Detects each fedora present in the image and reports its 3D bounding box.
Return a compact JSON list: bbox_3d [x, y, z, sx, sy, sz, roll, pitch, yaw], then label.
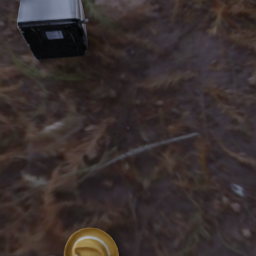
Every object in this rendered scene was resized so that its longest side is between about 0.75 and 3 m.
[{"bbox_3d":[-0.868,2.921,6.366,1.286,0.524,1.286,0,73,1],"label":"fedora"}]

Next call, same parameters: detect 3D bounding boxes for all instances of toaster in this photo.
[{"bbox_3d":[-1.878,-2.685,7.526,1.779,1.609,1.056,-5,73,-2],"label":"toaster"}]
